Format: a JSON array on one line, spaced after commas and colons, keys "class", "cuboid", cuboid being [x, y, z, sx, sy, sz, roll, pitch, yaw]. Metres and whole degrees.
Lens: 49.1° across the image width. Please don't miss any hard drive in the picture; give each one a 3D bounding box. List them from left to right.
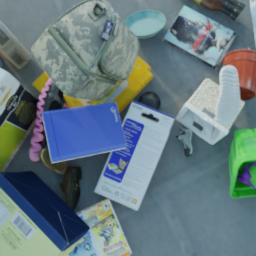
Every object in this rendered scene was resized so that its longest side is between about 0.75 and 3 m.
[{"class": "hard drive", "cuboid": [-1.092, 0.078, 7.148, 1.930, 0.245, 1.273, -10, 78, -21]}]

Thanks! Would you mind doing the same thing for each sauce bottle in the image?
[{"class": "sauce bottle", "cuboid": [2.482, -4.308, 8.884, 2.585, 0.853, 0.853, 36, 80, 5]}]

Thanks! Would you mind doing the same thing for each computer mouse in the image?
[{"class": "computer mouse", "cuboid": [0.557, -0.375, 8.227, 1.078, 0.411, 1.557, 14, 79, 2]}]

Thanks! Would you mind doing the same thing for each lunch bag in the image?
[{"class": "lunch bag", "cuboid": [-0.817, -1.885, 6.873, 2.025, 2.415, 1.683, -43, 80, 14]}]

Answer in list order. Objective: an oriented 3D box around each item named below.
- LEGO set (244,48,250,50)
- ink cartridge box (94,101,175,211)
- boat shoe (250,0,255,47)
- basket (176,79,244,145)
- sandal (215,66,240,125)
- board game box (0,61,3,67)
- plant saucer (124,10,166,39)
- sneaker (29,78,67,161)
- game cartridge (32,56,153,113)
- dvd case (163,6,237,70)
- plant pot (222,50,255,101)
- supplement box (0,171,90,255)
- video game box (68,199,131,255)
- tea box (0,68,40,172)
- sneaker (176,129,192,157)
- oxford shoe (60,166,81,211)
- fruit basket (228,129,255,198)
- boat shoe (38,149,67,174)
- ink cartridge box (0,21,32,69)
[{"class": "LEGO set", "cuboid": [3.605, -2.111, 8.510, 0.282, 0.349, 0.759, 18, 48, -26]}, {"class": "ink cartridge box", "cuboid": [0.188, 0.751, 7.754, 1.296, 0.508, 2.738, 22, 90, 6]}, {"class": "boat shoe", "cuboid": [4.126, -2.821, 8.027, 0.899, 1.979, 0.700, -3, 38, 35]}, {"class": "basket", "cuboid": [2.245, -0.419, 7.812, 1.333, 1.345, 1.082, 36, 76, 8]}, {"class": "sandal", "cuboid": [2.394, -0.770, 6.758, 0.575, 0.347, 1.414, 5, 96, -2]}, {"class": "board game box", "cuboid": [-4.998, -2.279, 8.339, 1.594, 0.386, 2.107, -33, 70, -19]}, {"class": "plant saucer", "cuboid": [0.501, -3.178, 8.711, 1.343, 0.241, 1.343, -6, 52, 8]}, {"class": "sneaker", "cuboid": [-1.901, -0.206, 7.709, 1.229, 1.018, 2.577, 14, 107, -6]}, {"class": "game cartridge", "cuboid": [-1.007, -1.459, 8.430, 2.493, 0.459, 2.828, 42, 83, 7]}, {"class": "dvd case", "cuboid": [2.273, -2.878, 8.876, 1.928, 0.212, 1.407, 32, 80, 5]}, {"class": "plant pot", "cuboid": [3.249, -1.443, 8.039, 1.149, 1.149, 1.117, 11, 73, 2]}, {"class": "supplement box", "cuboid": [-2.662, 2.663, 6.746, 2.312, 1.552, 2.309, 40, 91, 13]}, {"class": "video game box", "cuboid": [-1.000, 2.992, 7.536, 1.719, 0.402, 1.566, -25, 81, -4]}, {"class": "tea box", "cuboid": [-3.971, -0.098, 6.886, 1.987, 2.925, 2.974, 30, 80, 6]}, {"class": "sneaker", "cuboid": [1.563, 0.405, 8.014, 0.481, 0.312, 0.832, 17, 63, -25]}, {"class": "oxford shoe", "cuboid": [-1.637, 1.723, 7.825, 0.540, 0.465, 1.280, -2, 73, 16]}, {"class": "fruit basket", "cuboid": [3.956, 1.195, 6.721, 2.871, 2.071, 2.871, -4, 47, 5]}, {"class": "boat shoe", "cuboid": [-2.038, 0.884, 7.306, 0.414, 1.224, 0.441, 6, 65, 17]}, {"class": "ink cartridge box", "cuboid": [-4.201, -3.061, 7.854, 2.695, 2.185, 0.676, 39, 83, 10]}]
